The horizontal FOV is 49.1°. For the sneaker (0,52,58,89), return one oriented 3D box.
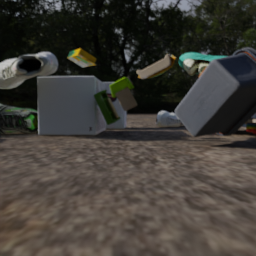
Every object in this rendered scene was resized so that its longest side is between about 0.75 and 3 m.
[{"bbox_3d":[-3.412,-1.819,8.614,2.312,0.901,1.149,-20,8,6],"label":"sneaker"}]

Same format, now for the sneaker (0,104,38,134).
[{"bbox_3d":[-4.076,-0.325,9.966,1.228,1.125,2.883,7,8,38],"label":"sneaker"}]

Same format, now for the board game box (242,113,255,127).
[{"bbox_3d":[4.403,-0.457,10.503,2.885,0.626,2.871,8,-4,-2],"label":"board game box"}]

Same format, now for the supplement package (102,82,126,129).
[{"bbox_3d":[-1.178,-1.020,12.911,2.171,2.076,1.597,0,4,3],"label":"supplement package"}]

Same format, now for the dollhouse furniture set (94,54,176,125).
[{"bbox_3d":[0.370,-1.159,8.626,2.787,1.076,1.393,-25,6,16],"label":"dollhouse furniture set"}]

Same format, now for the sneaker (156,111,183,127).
[{"bbox_3d":[2.176,-0.399,14.066,0.878,0.814,2.165,14,13,38],"label":"sneaker"}]

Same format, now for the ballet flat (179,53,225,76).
[{"bbox_3d":[2.111,-1.807,8.167,1.891,0.637,0.666,17,51,45],"label":"ballet flat"}]

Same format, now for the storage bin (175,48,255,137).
[{"bbox_3d":[2.213,-0.837,6.906,1.504,1.630,2.239,-12,-33,-40],"label":"storage bin"}]

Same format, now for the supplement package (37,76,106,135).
[{"bbox_3d":[-1.963,-0.798,10.452,1.979,1.965,2.608,0,4,3],"label":"supplement package"}]

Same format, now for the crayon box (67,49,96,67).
[{"bbox_3d":[-1.677,-2.572,10.338,0.723,0.297,1.150,27,-9,-34],"label":"crayon box"}]

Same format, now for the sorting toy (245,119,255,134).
[{"bbox_3d":[4.508,0.009,9.255,1.161,0.404,1.154,11,-5,-42],"label":"sorting toy"}]
